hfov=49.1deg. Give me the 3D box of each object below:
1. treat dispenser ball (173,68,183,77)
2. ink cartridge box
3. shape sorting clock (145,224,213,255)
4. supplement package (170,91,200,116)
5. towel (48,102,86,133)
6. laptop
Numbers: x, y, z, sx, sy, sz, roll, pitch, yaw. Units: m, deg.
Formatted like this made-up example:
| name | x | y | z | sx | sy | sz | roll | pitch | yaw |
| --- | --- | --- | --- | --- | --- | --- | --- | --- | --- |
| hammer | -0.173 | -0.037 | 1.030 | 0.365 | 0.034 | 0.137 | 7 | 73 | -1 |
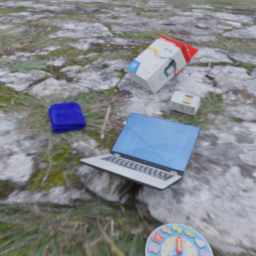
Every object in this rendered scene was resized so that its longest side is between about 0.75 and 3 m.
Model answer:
| name | x | y | z | sx | sy | sz | roll | pitch | yaw |
| --- | --- | --- | --- | --- | --- | --- | --- | --- | --- |
| treat dispenser ball | 2.199 | -3.093 | 13.933 | 1.091 | 1.091 | 1.091 | 0 | 33 | 0 |
| ink cartridge box | 1.585 | -3.132 | 12.847 | 2.959 | 0.995 | 1.719 | -44 | 44 | -5 |
| shape sorting clock | 1.082 | 2.653 | 5.940 | 1.432 | 0.281 | 1.432 | 0 | 34 | 0 |
| supplement package | 2.234 | -0.972 | 11.002 | 0.998 | 0.547 | 0.568 | 17 | 62 | 21 |
| towel | -2.330 | -0.466 | 10.548 | 1.252 | 0.420 | 1.696 | -11 | 35 | -15 |
| laptop | 0.433 | 0.473 | 7.920 | 2.418 | 1.497 | 2.582 | 14 | 7 | 26 |
